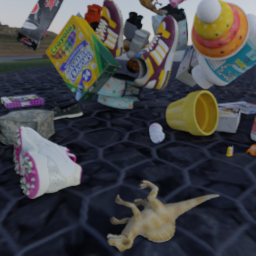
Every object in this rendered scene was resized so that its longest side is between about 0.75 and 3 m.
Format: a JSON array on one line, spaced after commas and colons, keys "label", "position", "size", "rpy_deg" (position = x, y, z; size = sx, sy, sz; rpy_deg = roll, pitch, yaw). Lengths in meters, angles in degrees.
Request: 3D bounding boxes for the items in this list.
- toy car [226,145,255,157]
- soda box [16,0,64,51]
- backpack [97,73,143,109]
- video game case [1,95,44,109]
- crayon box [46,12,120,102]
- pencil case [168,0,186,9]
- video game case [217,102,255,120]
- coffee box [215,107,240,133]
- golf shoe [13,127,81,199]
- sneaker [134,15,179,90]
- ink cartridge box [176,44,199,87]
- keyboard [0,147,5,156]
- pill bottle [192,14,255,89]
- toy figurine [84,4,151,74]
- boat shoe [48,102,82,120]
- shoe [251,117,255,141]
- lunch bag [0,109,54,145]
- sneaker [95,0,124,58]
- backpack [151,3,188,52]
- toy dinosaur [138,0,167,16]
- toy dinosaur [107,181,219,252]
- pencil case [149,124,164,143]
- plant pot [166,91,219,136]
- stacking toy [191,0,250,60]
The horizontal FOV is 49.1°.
[{"label": "toy car", "position": [3.350, 0.658, 7.913], "size": [1.017, 0.338, 0.499], "rpy_deg": [-3, 17, -14]}, {"label": "soda box", "position": [-2.250, -2.797, 7.203], "size": [0.548, 1.549, 0.491], "rpy_deg": [29, -22, -21]}, {"label": "backpack", "position": [-0.693, -1.876, 13.549], "size": [2.241, 1.718, 1.970], "rpy_deg": [15, 10, -34]}, {"label": "video game case", "position": [-5.531, -1.396, 14.615], "size": [1.833, 0.328, 1.661], "rpy_deg": [-10, 20, -30]}, {"label": "crayon box", "position": [-1.683, -2.455, 9.405], "size": [2.711, 1.704, 0.699], "rpy_deg": [55, 27, 18]}, {"label": "pencil case", "position": [1.442, -3.314, 6.893], "size": [0.922, 0.399, 0.382], "rpy_deg": [-23, -8, 15]}, {"label": "video game case", "position": [5.387, -0.835, 12.889], "size": [1.877, 0.265, 2.077], "rpy_deg": [-7, 18, -23]}, {"label": "coffee box", "position": [3.750, -0.324, 10.649], "size": [0.856, 0.597, 1.497], "rpy_deg": [8, 19, 25]}, {"label": "golf shoe", "position": [-2.050, 0.740, 6.803], "size": [1.280, 1.053, 2.796], "rpy_deg": [1, 22, -31]}, {"label": "sneaker", "position": [1.040, -2.980, 10.796], "size": [1.309, 2.906, 1.089], "rpy_deg": [9, 0, -19]}, {"label": "ink cartridge box", "position": [3.133, -3.009, 11.961], "size": [0.957, 1.643, 2.272], "rpy_deg": [25, -19, -11]}, {"label": "keyboard", "position": [-4.388, 0.675, 8.119], "size": [1.632, 0.209, 0.980], "rpy_deg": [5, 24, 14]}, {"label": "pill bottle", "position": [3.035, -2.140, 8.395], "size": [1.288, 1.288, 2.325], "rpy_deg": [-19, -15, -46]}, {"label": "toy figurine", "position": [-0.627, -3.752, 12.249], "size": [2.951, 2.085, 2.997], "rpy_deg": [2, 43, -18]}, {"label": "boat shoe", "position": [-2.978, -0.769, 11.929], "size": [2.108, 0.699, 0.788], "rpy_deg": [-8, 19, -24]}, {"label": "shoe", "position": [4.927, 0.063, 8.382], "size": [0.933, 1.188, 2.611], "rpy_deg": [-10, 20, -29]}, {"label": "lunch bag", "position": [-3.453, -0.053, 9.127], "size": [1.692, 0.995, 1.388], "rpy_deg": [6, 18, 5]}, {"label": "sneaker", "position": [-0.759, -3.216, 9.558], "size": [1.032, 2.290, 0.858], "rpy_deg": [-28, 55, -17]}, {"label": "backpack", "position": [1.873, -4.241, 12.294], "size": [1.421, 1.854, 1.630], "rpy_deg": [-27, 43, 2]}, {"label": "toy dinosaur", "position": [0.461, -3.679, 8.115], "size": [1.635, 0.494, 0.868], "rpy_deg": [30, 0, -23]}, {"label": "toy dinosaur", "position": [0.484, 1.523, 5.017], "size": [2.158, 0.628, 1.091], "rpy_deg": [-17, 39, -26]}, {"label": "pencil case", "position": [0.943, 0.158, 9.361], "size": [0.455, 0.417, 1.004], "rpy_deg": [-25, 14, 7]}, {"label": "plant pot", "position": [2.191, -0.474, 9.935], "size": [1.520, 1.520, 1.430], "rpy_deg": [-15, 7, -40]}, {"label": "stacking toy", "position": [2.026, -2.526, 6.726], "size": [1.513, 1.513, 2.071], "rpy_deg": [9, 7, 27]}]
